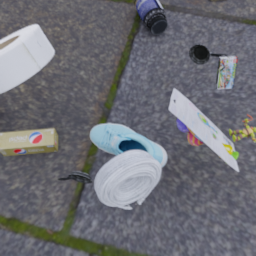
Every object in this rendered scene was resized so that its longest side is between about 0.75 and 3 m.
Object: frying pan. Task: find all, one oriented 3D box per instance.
[{"bbox_3d":[-1.385,1.372,7.583,0.662,1.095,0.178,30,58,-27],"label":"frying pan"},{"bbox_3d":[2.955,-2.884,10.603,0.841,1.391,0.226,57,48,-20],"label":"frying pan"}]

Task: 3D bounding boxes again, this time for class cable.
[{"bbox_3d":[0.017,1.294,7.038,1.741,1.740,0.603,-48,48,17],"label":"cable"}]

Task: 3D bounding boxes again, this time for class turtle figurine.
[{"bbox_3d":[3.819,0.114,9.166,0.935,0.373,1.159,-13,55,2],"label":"turtle figurine"}]

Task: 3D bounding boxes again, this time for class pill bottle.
[{"bbox_3d":[1.158,-5.575,13.677,1.146,1.146,2.050,-16,63,-8],"label":"pill bottle"}]

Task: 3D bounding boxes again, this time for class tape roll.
[{"bbox_3d":[-3.642,-2.096,8.614,2.688,0.940,2.688,-20,33,14],"label":"tape roll"}]

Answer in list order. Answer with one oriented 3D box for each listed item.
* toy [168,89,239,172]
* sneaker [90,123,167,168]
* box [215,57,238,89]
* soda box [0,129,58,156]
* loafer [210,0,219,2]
[{"bbox_3d":[2.214,0.161,8.743,2.831,0.668,1.630,38,31,-8],"label":"toy"},{"bbox_3d":[-0.208,0.408,8.647,2.851,1.168,1.054,16,83,31],"label":"sneaker"},{"bbox_3d":[3.287,-1.832,9.362,0.586,1.065,0.185,-3,30,0],"label":"box"},{"bbox_3d":[-3.796,0.553,10.696,2.104,0.674,0.713,-4,62,-3],"label":"soda box"},{"bbox_3d":[4.818,-7.008,14.879,1.076,0.363,0.409,-7,62,-4],"label":"loafer"}]
